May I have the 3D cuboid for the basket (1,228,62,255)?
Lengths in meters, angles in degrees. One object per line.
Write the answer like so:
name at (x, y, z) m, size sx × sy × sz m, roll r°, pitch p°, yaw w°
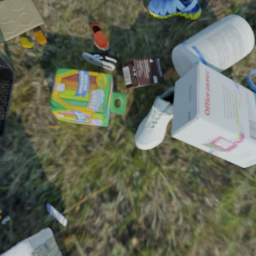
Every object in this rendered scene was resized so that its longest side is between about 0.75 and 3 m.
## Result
basket at (-2.750, 4.013, 6.819) m, size 2.447 × 2.425 × 1.968 m, roll -32°, pitch 80°, yaw -10°

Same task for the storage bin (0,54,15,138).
storage bin at (-4.541, -1.030, 8.672) m, size 1.151 × 1.660 × 2.456 m, roll 4°, pitch 73°, yaw 1°

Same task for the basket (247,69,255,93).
basket at (5.561, -1.281, 8.566) m, size 2.894 × 2.013 × 2.552 m, roll -27°, pitch 72°, yaw -3°

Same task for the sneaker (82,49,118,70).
sneaker at (-0.938, -2.512, 9.792) m, size 1.185 × 0.433 × 0.663 m, roll 24°, pitch 71°, yaw -1°

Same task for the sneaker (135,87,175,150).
sneaker at (0.913, -0.402, 8.707) m, size 0.901 × 1.149 × 2.313 m, roll 28°, pitch 72°, yaw 23°

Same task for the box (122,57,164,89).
box at (0.469, -1.762, 8.991) m, size 1.006 × 0.826 × 0.834 m, roll -15°, pitch 96°, yaw -29°

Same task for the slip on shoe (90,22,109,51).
slip on shoe at (-1.038, -3.275, 10.021) m, size 0.436 × 0.360 × 1.177 m, roll -22°, pitch 77°, yaw -9°

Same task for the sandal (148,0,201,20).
sandal at (1.705, -4.475, 10.132) m, size 1.961 × 0.854 × 0.779 m, roll -1°, pitch 75°, yaw 2°

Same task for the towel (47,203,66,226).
towel at (-2.096, 2.544, 8.191) m, size 0.753 × 0.553 × 0.090 m, roll 37°, pitch 54°, yaw 12°

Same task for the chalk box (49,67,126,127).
chalk box at (-1.156, -0.891, 8.779) m, size 2.170 × 1.345 × 1.355 m, roll 6°, pitch 75°, yaw 0°

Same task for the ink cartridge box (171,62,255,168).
ink cartridge box at (2.657, -0.326, 7.949) m, size 2.730 × 1.156 × 1.973 m, roll 24°, pitch 55°, yaw -20°

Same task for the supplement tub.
supplement tub at (2.740, -2.511, 9.203) m, size 2.279 × 1.503 × 1.503 m, roll -32°, pitch 76°, yaw -9°

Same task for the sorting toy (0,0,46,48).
sorting toy at (-4.003, -3.773, 10.227) m, size 1.749 × 0.314 × 2.347 m, roll -28°, pitch 75°, yaw -13°

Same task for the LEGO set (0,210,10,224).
LEGO set at (-4.007, 2.509, 8.376) m, size 1.012 × 0.376 × 0.465 m, roll 46°, pitch 44°, yaw 17°
